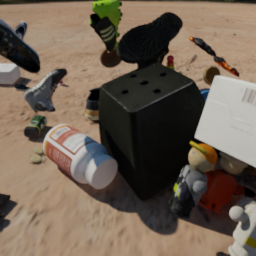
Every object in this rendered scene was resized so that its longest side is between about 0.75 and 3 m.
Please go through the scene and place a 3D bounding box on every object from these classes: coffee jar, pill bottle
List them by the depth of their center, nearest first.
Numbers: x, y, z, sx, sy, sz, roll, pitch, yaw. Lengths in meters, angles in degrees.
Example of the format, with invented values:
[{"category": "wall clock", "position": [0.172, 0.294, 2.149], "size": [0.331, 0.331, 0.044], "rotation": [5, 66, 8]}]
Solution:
[{"category": "pill bottle", "position": [-1.465, 0.874, 8.585], "size": [2.325, 1.304, 1.304], "rotation": [28, 41, 36]}, {"category": "coffee jar", "position": [-3.592, -0.040, 10.856], "size": [0.582, 0.476, 1.115], "rotation": [4, 31, 4]}]

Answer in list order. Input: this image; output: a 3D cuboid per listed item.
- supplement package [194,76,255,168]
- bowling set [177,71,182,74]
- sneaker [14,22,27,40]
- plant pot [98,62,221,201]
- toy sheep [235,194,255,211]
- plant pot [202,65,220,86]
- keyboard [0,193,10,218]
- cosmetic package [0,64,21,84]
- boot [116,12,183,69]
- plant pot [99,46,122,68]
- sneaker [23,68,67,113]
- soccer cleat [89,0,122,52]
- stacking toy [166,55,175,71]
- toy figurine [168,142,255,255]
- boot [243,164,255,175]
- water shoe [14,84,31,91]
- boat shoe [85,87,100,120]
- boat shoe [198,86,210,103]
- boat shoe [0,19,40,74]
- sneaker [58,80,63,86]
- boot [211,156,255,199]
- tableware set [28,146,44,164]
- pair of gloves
[{"category": "supplement package", "position": [3.181, -0.071, 6.441], "size": [2.170, 1.596, 2.075], "rotation": [4, 18, -40]}, {"category": "bowling set", "position": [1.246, -1.522, 12.789], "size": [2.716, 1.458, 1.890], "rotation": [-20, 8, -26]}, {"category": "sneaker", "position": [-3.635, -2.987, 9.324], "size": [0.371, 1.059, 0.574], "rotation": [16, 22, -21]}, {"category": "plant pot", "position": [0.699, -0.224, 8.525], "size": [2.997, 2.659, 2.990], "rotation": [-27, 38, -15]}, {"category": "toy sheep", "position": [3.092, 2.137, 7.085], "size": [0.749, 0.749, 1.086], "rotation": [-1, 35, -2]}, {"category": "plant pot", "position": [3.250, -2.031, 10.824], "size": [0.793, 0.793, 0.109], "rotation": [-10, 7, -16]}, {"category": "keyboard", "position": [-3.789, 2.341, 7.225], "size": [1.050, 0.224, 1.748], "rotation": [5, 32, 20]}, {"category": "cosmetic package", "position": [-6.765, -2.971, 15.396], "size": [1.214, 0.749, 1.218], "rotation": [2, 31, 3]}, {"category": "boot", "position": [0.582, -2.609, 9.917], "size": [2.918, 2.181, 1.098], "rotation": [-35, 82, -28]}, {"category": "plant pot", "position": [-0.831, -3.424, 13.072], "size": [1.171, 1.171, 0.541], "rotation": [-13, 47, -20]}, {"category": "sneaker", "position": [-1.362, -0.589, 4.978], "size": [0.984, 0.568, 0.369], "rotation": [-32, -3, 20]}, {"category": "soccer cleat", "position": [-0.886, -3.877, 10.746], "size": [1.165, 2.875, 0.971], "rotation": [-2, 76, -6]}, {"category": "stacking toy", "position": [1.437, -2.040, 9.459], "size": [0.386, 0.905, 0.386], "rotation": [-3, 45, 3]}, {"category": "toy figurine", "position": [2.520, 1.472, 6.187], "size": [2.619, 1.851, 2.660], "rotation": [16, 11, -45]}, {"category": "boot", "position": [4.467, 0.816, 8.418], "size": [2.279, 1.126, 2.936], "rotation": [-4, 25, -45]}, {"category": "water shoe", "position": [-5.435, -2.094, 14.368], "size": [0.831, 0.328, 0.297], "rotation": [2, 31, 4]}, {"category": "boat shoe", "position": [-1.252, -1.399, 12.683], "size": [1.100, 0.918, 2.948], "rotation": [3, 30, 9]}, {"category": "boat shoe", "position": [2.483, -1.238, 12.100], "size": [2.923, 1.230, 1.003], "rotation": [-18, 43, -31]}, {"category": "boat shoe", "position": [-3.298, -2.288, 7.804], "size": [0.776, 2.261, 0.640], "rotation": [-39, 55, 12]}, {"category": "sneaker", "position": [-3.843, -2.667, 15.100], "size": [0.942, 0.544, 0.369], "rotation": [20, 37, 29]}, {"category": "boot", "position": [2.931, 1.378, 8.353], "size": [1.931, 0.678, 1.412], "rotation": [9, 33, 13]}, {"category": "tableware set", "position": [-3.105, 0.942, 9.575], "size": [0.505, 0.153, 0.764], "rotation": [8, 36, -9]}, {"category": "pair of gloves", "position": [2.985, -2.508, 9.690], "size": [1.898, 0.235, 1.691], "rotation": [35, 17, -20]}]
